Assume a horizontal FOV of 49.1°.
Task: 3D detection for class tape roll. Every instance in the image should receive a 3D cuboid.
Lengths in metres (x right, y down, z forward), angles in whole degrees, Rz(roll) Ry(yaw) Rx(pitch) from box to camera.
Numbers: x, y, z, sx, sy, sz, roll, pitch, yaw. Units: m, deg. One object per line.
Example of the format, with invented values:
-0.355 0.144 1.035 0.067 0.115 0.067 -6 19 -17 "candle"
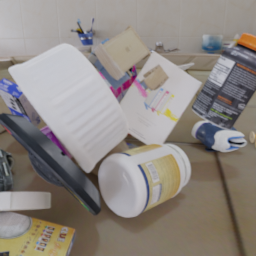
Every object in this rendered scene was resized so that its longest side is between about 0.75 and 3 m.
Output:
-2.554 1.572 5.861 1.846 0.337 1.846 -3 -15 -1 "tape roll"

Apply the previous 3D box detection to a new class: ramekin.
-1.225 -0.491 6.342 1.369 2.809 2.809 -37 30 -10 "ramekin"

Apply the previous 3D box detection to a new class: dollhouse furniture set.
-0.319 -1.154 6.324 1.086 1.571 1.664 -45 11 -37 "dollhouse furniture set"

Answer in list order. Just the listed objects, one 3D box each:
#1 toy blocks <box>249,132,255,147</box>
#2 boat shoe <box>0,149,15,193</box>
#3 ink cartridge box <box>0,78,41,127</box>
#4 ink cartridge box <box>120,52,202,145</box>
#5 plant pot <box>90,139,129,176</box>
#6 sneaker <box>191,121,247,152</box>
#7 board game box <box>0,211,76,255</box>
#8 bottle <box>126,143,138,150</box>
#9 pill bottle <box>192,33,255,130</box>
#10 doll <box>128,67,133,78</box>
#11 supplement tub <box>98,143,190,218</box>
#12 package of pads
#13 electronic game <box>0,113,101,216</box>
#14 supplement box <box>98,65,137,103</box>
5.276 0.465 10.331 1.229 0.446 1.024 1 19 3 "toy blocks"
-3.820 1.097 8.143 0.960 0.975 2.706 0 28 -28 "boat shoe"
-3.803 -0.795 9.901 0.962 2.047 0.452 26 64 11 "ink cartridge box"
0.866 -0.938 8.651 1.676 2.677 1.721 32 4 -3 "ink cartridge box"
-0.551 0.839 8.035 1.592 1.592 1.381 -14 40 -35 "plant pot"
3.691 0.265 10.367 2.386 0.961 1.747 -12 31 -39 "sneaker"
-1.954 2.377 4.490 1.640 0.419 2.421 15 20 0 "board game box"
0.361 0.893 9.113 1.418 0.463 0.592 16 25 38 "bottle"
2.837 -1.256 7.553 1.275 2.400 1.275 24 19 -9 "pill bottle"
0.006 -1.748 8.533 0.187 0.526 0.770 25 -9 11 "doll"
0.448 1.161 6.770 1.999 1.444 1.444 -11 22 -43 "supplement tub"
-2.117 0.425 8.551 0.748 1.191 1.976 -30 9 6 "package of pads"
-1.577 0.760 5.670 0.572 2.750 2.750 -46 39 -18 "electronic game"
-0.508 -1.489 9.366 0.885 0.867 1.713 25 62 29 "supplement box"
